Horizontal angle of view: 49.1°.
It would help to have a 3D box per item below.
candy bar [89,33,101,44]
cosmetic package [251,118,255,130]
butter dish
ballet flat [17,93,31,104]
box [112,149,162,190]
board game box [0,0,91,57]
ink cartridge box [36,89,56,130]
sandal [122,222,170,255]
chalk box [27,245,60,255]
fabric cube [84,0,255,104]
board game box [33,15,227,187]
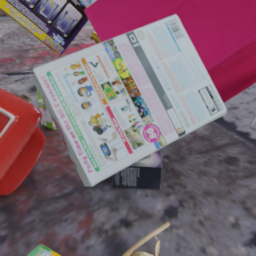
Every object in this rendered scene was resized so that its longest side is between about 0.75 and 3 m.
[{"bbox_3d":[-0.124,-1.856,8.199,0.649,2.603,0.288,-45,6,-36],"label":"candy bar"},{"bbox_3d":[3.585,-0.266,5.219,1.875,0.643,2.487,35,46,16],"label":"cosmetic package"},{"bbox_3d":[-2.849,0.521,6.453,2.339,1.734,2.345,25,77,33],"label":"butter dish"},{"bbox_3d":[-4.768,-1.137,10.911,2.032,0.471,0.685,3,27,6],"label":"ballet flat"},{"bbox_3d":[0.229,0.861,6.731,1.119,0.695,1.128,3,27,2],"label":"box"},{"bbox_3d":[-1.926,-2.913,6.685,1.875,1.550,0.532,37,7,-42],"label":"board game box"},{"bbox_3d":[-2.270,-0.996,9.211,0.663,1.751,1.294,19,33,33],"label":"ink cartridge box"},{"bbox_3d":[0.081,2.205,4.429,1.759,0.645,0.578,-23,65,-25],"label":"sandal"},{"bbox_3d":[-1.150,2.282,3.664,1.474,0.914,0.920,15,30,27],"label":"chalk box"},{"bbox_3d":[1.386,-2.002,6.512,2.966,2.975,2.919,-33,-19,17],"label":"fabric cube"},{"bbox_3d":[0.048,-0.385,3.786,2.100,1.549,0.675,-26,-3,-18],"label":"board game box"}]
